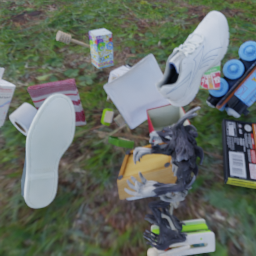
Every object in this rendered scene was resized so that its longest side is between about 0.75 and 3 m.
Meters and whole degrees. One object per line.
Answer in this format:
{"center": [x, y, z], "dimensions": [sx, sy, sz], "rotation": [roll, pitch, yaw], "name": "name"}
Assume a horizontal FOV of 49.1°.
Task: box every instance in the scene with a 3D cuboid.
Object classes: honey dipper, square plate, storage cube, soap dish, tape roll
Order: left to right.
{"center": [-2.769, -0.202, 7.716], "dimensions": [0.812, 0.812, 0.557], "rotation": [28, 61, 24], "name": "tape roll"}
{"center": [-1.881, -3.360, 11.265], "dimensions": [2.029, 0.385, 0.385], "rotation": [11, 37, -38], "name": "honey dipper"}
{"center": [0.344, -1.006, 7.987], "dimensions": [1.620, 1.604, 0.230], "rotation": [-35, 28, -2], "name": "square plate"}
{"center": [0.601, 1.010, 7.084], "dimensions": [1.774, 0.720, 1.395], "rotation": [-20, 28, 27], "name": "soap dish"}
{"center": [1.147, 0.060, 7.939], "dimensions": [0.996, 1.047, 1.165], "rotation": [-14, 46, -1], "name": "storage cube"}

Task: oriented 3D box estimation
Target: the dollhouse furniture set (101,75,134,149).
{"center": [-0.108, -0.480, 7.964], "dimensions": [1.007, 2.015, 0.778], "rotation": [12, -1, -28], "name": "dollhouse furniture set"}

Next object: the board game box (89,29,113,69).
{"center": [-1.012, -2.980, 10.563], "dimensions": [0.648, 1.257, 0.659], "rotation": [-21, 41, -24], "name": "board game box"}

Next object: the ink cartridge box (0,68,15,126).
{"center": [-3.145, -0.706, 6.525], "dimensions": [0.456, 1.355, 0.793], "rotation": [24, 12, 9], "name": "ink cartridge box"}

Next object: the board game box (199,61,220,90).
{"center": [2.434, -1.991, 8.588], "dimensions": [0.773, 0.242, 1.617], "rotation": [0, 88, -9], "name": "board game box"}

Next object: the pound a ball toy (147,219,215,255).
{"center": [1.138, 2.650, 6.222], "dimensions": [1.547, 0.657, 1.009], "rotation": [-6, 13, -5], "name": "pound a ball toy"}

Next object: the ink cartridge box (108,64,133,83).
{"center": [0.639, -1.339, 9.627], "dimensions": [2.459, 0.544, 1.156], "rotation": [31, 38, 17], "name": "ink cartridge box"}

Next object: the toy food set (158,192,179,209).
{"center": [0.909, 1.498, 7.655], "dimensions": [1.351, 0.271, 0.933], "rotation": [26, 53, 22], "name": "toy food set"}

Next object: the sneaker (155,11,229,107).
{"center": [1.500, -1.616, 6.506], "dimensions": [1.025, 2.353, 0.877], "rotation": [17, 14, -47], "name": "sneaker"}

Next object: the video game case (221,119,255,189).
{"center": [3.929, 0.778, 8.303], "dimensions": [2.158, 0.305, 2.388], "rotation": [8, 47, 8], "name": "video game case"}

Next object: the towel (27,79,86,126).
{"center": [-1.952, -0.573, 7.965], "dimensions": [1.261, 1.751, 0.199], "rotation": [-11, 48, -3], "name": "towel"}

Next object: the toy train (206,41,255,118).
{"center": [3.786, -1.528, 9.025], "dimensions": [1.529, 2.676, 1.160], "rotation": [44, 16, 19], "name": "toy train"}

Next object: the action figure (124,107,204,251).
{"center": [0.703, 0.969, 5.709], "dimensions": [1.476, 2.893, 1.719], "rotation": [8, 19, 11], "name": "action figure"}

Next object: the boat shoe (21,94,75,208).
{"center": [-2.078, 0.499, 6.867], "dimensions": [1.060, 2.911, 0.899], "rotation": [5, 18, -34], "name": "boat shoe"}
